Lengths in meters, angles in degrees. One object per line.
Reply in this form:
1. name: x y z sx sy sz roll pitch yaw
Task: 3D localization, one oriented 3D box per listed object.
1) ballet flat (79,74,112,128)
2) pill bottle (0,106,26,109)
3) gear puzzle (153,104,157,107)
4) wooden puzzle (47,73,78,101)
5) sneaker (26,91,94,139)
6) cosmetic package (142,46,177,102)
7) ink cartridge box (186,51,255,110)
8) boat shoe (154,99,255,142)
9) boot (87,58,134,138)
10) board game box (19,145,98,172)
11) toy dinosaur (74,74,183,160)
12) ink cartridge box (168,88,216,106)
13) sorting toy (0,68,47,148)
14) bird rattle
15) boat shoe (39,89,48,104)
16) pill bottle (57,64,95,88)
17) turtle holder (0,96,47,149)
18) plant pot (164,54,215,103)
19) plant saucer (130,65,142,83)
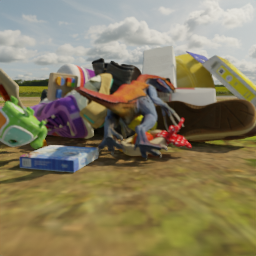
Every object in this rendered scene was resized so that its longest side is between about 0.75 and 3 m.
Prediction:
1. ballet flat: -0.680 -0.744 5.915 0.578 0.630 1.835 30 30 -23
2. pill bottle: -3.434 -0.306 8.117 0.676 0.676 1.213 2 13 17
3. gear puzzle: 0.185 -0.645 8.065 1.749 0.906 0.229 40 3 37
4. wooden puzzle: -1.718 -1.062 7.483 0.804 0.745 0.186 0 16 -38
5. sneaker: -1.896 -0.124 6.958 1.241 1.200 2.976 -26 15 -36
6. cosmetic package: 0.983 -1.686 8.760 0.989 0.695 1.949 -6 48 15
7. ink cartridge box: 3.349 -1.710 9.126 0.634 2.699 2.667 -46 -12 26
8. boat shoe: 1.648 -0.059 6.601 2.765 0.998 0.995 -5 -25 39
9. boot: -0.853 -0.891 7.845 2.985 1.965 1.042 8 13 43
10. board game box: -1.094 0.480 4.591 0.926 0.201 0.921 2 7 15
11. toy dinosaur: 0.318 -0.575 5.339 1.413 2.692 2.443 -1 51 14
12. ink cartridge box: 1.717 -0.512 7.955 1.183 0.686 1.603 1 -15 3
13. sorting toy: -2.325 -0.344 5.944 0.248 1.379 1.851 -28 44 -27
14. bird rattle: 0.436 0.268 5.248 1.092 0.754 1.339 -27 27 -29
15. boat shoe: -2.534 -1.078 12.057 2.398 0.723 0.907 8 24 -28
16. pill bottle: -1.169 -1.205 9.319 2.410 1.355 1.355 8 1 -42
17. turtle holder: -1.776 -0.024 4.613 0.683 0.638 0.899 38 -5 14
18. plant pot: 1.459 -1.238 10.206 2.301 2.445 2.445 -21 15 -21
19. plant saucer: 0.023 -1.635 9.106 0.855 0.855 0.137 -1 22 -7
